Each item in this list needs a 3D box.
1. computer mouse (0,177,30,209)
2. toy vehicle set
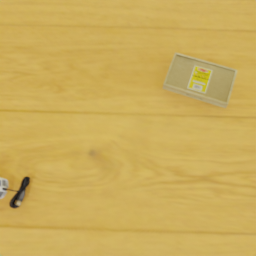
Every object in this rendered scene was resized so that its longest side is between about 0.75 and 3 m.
[{"bbox_3d":[-3.839,1.732,8.206,1.751,0.384,0.960,13,75,-1],"label":"computer mouse"},{"bbox_3d":[2.397,-1.619,9.382,2.185,0.290,1.358,19,71,10],"label":"toy vehicle set"}]
